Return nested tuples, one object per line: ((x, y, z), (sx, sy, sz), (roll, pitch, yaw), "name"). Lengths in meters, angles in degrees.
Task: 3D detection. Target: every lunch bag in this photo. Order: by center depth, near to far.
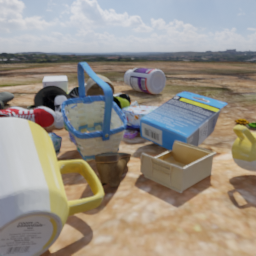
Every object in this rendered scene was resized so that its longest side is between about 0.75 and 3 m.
((-2.261, 0.611, 7.947), (0.486, 0.763, 0.649), (30, 30, 27), "lunch bag")
((0.689, -0.413, 10.723), (1.802, 0.681, 1.444), (-8, 17, -27), "lunch bag")

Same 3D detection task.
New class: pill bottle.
((1.041, -3.298, 19.354), (1.618, 1.618, 2.904), (-13, 21, -36), "pill bottle")

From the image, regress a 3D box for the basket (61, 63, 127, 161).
((-0.998, -0.410, 8.097), (1.714, 2.465, 2.173), (-8, 34, -25), "basket")

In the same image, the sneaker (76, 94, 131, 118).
((-1.106, -0.970, 12.757), (1.355, 1.115, 2.945), (9, 17, 42), "sneaker")

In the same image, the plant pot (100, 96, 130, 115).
((-0.456, -0.841, 11.792), (1.086, 1.086, 1.046), (9, 12, 28), "plant pot")

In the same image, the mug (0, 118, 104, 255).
((-1.713, 0.993, 4.726), (2.349, 1.881, 1.928), (-27, 43, -16), "mug")

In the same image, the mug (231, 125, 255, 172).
((3.078, 0.610, 6.813), (1.258, 1.008, 1.033), (21, 4, -1), "mug")

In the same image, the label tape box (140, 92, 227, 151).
((1.879, -0.250, 9.362), (1.809, 0.834, 2.524), (24, 42, 37), "label tape box")

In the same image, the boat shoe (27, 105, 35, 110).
((-4.559, -0.903, 13.542), (0.503, 0.421, 1.409), (-12, 21, -35), "boat shoe")

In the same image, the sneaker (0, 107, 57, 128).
((-4.092, -0.295, 10.790), (2.491, 0.887, 1.401), (4, 17, 21), "sneaker")

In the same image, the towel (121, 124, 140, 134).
((0.519, -0.165, 11.352), (2.576, 0.293, 1.850), (5, 18, 15), "towel")

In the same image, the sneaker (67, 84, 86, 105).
((-2.946, -1.821, 15.938), (1.186, 1.026, 2.627), (-14, 13, 23), "sneaker")

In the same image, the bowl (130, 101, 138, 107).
((0.242, -0.718, 11.810), (0.353, 0.785, 0.785), (-10, 15, 11), "bowl")

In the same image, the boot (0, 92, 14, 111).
((-6.745, -1.336, 14.513), (2.274, 0.908, 2.501), (7, 11, 14), "boot")

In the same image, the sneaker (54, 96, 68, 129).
((-2.825, -0.479, 11.890), (0.632, 0.967, 1.683), (-3, 52, -7), "sneaker")

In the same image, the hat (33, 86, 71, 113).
((-3.579, -1.040, 13.094), (1.867, 1.867, 0.753), (-13, -20, -36), "hat")

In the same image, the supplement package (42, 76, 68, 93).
((-4.186, -2.217, 16.267), (1.348, 1.331, 2.223), (-4, 17, -12), "supplement package")

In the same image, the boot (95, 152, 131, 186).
((-0.364, 0.993, 7.091), (0.746, 0.765, 2.027), (-4, -1, 12), "boot")

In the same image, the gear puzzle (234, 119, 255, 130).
((5.451, -0.141, 11.244), (2.302, 0.301, 1.192), (16, 23, 41), "gear puzzle")

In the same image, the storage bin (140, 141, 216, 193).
((1.247, 0.913, 7.200), (1.401, 0.656, 1.391), (-16, 24, -41), "storage bin")

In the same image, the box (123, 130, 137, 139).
((-0.095, 0.221, 10.330), (0.751, 0.147, 0.514), (7, 18, 21), "box")

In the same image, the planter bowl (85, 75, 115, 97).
((-1.662, -2.243, 15.353), (1.601, 1.601, 1.077), (-7, 50, -23), "planter bowl")
